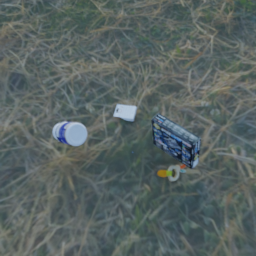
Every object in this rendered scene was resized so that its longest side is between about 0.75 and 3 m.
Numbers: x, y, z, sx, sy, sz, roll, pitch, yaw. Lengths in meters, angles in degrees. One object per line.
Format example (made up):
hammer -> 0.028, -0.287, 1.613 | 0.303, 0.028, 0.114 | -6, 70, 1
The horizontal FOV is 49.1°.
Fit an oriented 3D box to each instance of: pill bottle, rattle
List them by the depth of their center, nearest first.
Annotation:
pill bottle -> -2.301, 0.202, 10.829 | 0.865, 0.865, 1.495 | -43, 27, -26
rattle -> 1.722, 1.690, 10.903 | 0.934, 0.668, 0.608 | -33, 92, -39

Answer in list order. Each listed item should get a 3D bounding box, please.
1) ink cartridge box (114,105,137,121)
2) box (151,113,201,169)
ink cartridge box -> -0.124, -0.681, 12.590 | 0.906, 0.258, 0.736 | 5, 54, 14
box -> 1.732, 0.499, 10.387 | 1.925, 1.530, 0.443 | 33, 61, 32
